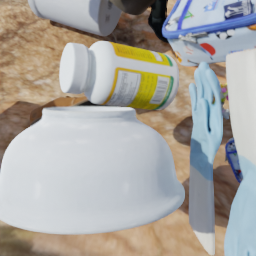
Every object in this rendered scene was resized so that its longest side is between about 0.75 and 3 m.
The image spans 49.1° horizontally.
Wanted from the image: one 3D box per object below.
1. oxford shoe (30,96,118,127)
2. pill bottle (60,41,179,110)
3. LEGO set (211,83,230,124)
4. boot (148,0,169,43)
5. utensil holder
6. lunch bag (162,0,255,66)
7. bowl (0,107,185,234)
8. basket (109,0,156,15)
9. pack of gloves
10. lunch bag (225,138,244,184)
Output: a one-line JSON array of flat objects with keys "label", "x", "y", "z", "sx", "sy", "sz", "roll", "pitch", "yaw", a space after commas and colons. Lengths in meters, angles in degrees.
[{"label": "oxford shoe", "x": -1.433, "y": -0.578, "z": 7.482, "sx": 2.486, "sy": 0.887, "sz": 0.886, "roll": -17, "pitch": 52, "yaw": -10}, {"label": "pill bottle", "x": -0.160, "y": -0.927, "z": 5.023, "sx": 1.944, "sy": 1.096, "sz": 1.096, "roll": 3, "pitch": 53, "yaw": -29}, {"label": "LEGO set", "x": 1.619, "y": -0.320, "z": 4.315, "sx": 0.747, "sy": 1.624, "sz": 0.604, "roll": -4, "pitch": 58, "yaw": -46}, {"label": "boot", "x": 1.135, "y": -3.761, "z": 9.284, "sx": 0.580, "sy": 1.285, "sz": 1.569, "roll": -24, "pitch": 60, "yaw": -15}, {"label": "utensil holder", "x": -1.624, "y": -4.363, "z": 9.202, "sx": 2.495, "sy": 2.120, "sz": 2.120, "roll": 21, "pitch": 59, "yaw": 12}, {"label": "lunch bag", "x": 1.908, "y": -2.404, "z": 5.141, "sx": 2.297, "sy": 1.083, "sz": 2.867, "roll": 6, "pitch": 59, "yaw": 42}, {"label": "bowl", "x": -0.442, "y": 0.268, "z": 3.337, "sx": 2.243, "sy": 2.243, "sz": 1.008, "roll": 1, "pitch": 96, "yaw": 1}, {"label": "basket", "x": 0.541, "y": -4.143, "z": 6.611, "sx": 2.314, "sy": 2.567, "sz": 1.746, "roll": 15, "pitch": 55, "yaw": -32}, {"label": "pack of gloves", "x": 1.360, "y": 0.489, "z": 3.561, "sx": 0.544, "sy": 2.316, "sz": 2.757, "roll": -3, "pitch": 100, "yaw": -4}, {"label": "lunch bag", "x": 2.299, "y": 0.461, "z": 4.894, "sx": 1.151, "sy": 0.435, "sz": 0.922, "roll": -19, "pitch": 92, "yaw": 26}]
